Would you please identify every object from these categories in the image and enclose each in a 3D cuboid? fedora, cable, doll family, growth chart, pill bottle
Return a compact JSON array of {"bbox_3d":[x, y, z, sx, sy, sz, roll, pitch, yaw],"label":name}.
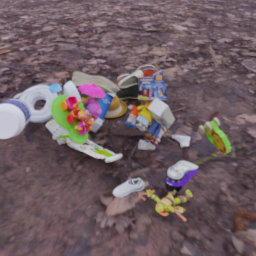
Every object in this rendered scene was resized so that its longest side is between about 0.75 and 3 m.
[{"bbox_3d":[-0.877,-1.160,13.535,1.765,0.720,1.765,0,35,0],"label":"fedora"},{"bbox_3d":[-3.671,-0.969,11.571,1.661,0.575,1.661,-35,70,-14],"label":"cable"},{"bbox_3d":[0.970,-0.299,11.068,0.969,2.149,1.334,-11,48,51],"label":"doll family"},{"bbox_3d":[-1.434,0.725,10.440,2.378,0.211,1.721,23,9,7],"label":"growth chart"},{"bbox_3d":[-3.664,-0.288,8.667,1.045,1.045,1.806,-7,14,-9],"label":"pill bottle"}]

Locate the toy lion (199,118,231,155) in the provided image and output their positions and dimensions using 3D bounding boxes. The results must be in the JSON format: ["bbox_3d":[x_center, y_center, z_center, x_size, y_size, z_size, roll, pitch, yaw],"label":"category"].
[{"bbox_3d":[2.718,0.300,8.626,0.397,1.158,1.110,-28,84,-4],"label":"toy lion"}]

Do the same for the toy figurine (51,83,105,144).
[{"bbox_3d":[-1.407,-0.625,9.094,1.404,1.721,1.870,-13,75,-47],"label":"toy figurine"}]

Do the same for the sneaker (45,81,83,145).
[{"bbox_3d":[-2.505,-0.440,10.915,1.504,2.603,0.959,-20,38,-20],"label":"sneaker"}]

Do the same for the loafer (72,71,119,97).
[{"bbox_3d":[-1.356,-1.623,11.155,2.343,0.800,0.886,19,-4,35],"label":"loafer"}]

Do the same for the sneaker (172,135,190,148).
[{"bbox_3d":[2.120,0.553,11.431,0.823,0.475,0.303,6,-1,44],"label":"sneaker"}]

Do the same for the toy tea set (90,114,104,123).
[{"bbox_3d":[-1.468,-0.466,12.256,0.920,0.341,0.547,5,31,-34],"label":"toy tea set"}]

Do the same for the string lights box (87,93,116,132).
[{"bbox_3d":[-1.159,-0.771,11.786,0.515,0.897,1.746,28,62,-11],"label":"string lights box"}]

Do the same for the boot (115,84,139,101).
[{"bbox_3d":[-0.152,-1.979,14.094,1.656,1.146,0.642,0,52,11],"label":"boot"}]

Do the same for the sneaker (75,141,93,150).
[{"bbox_3d":[-1.723,0.742,11.178,0.834,0.305,0.295,-14,18,-31],"label":"sneaker"}]

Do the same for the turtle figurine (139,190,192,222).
[{"bbox_3d":[1.363,2.358,8.800,1.455,0.581,1.804,-20,24,-40],"label":"turtle figurine"}]

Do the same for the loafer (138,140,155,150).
[{"bbox_3d":[0.729,0.644,10.632,0.381,0.381,1.091,0,-5,29],"label":"loafer"}]

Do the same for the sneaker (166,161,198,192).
[{"bbox_3d":[1.478,1.422,7.988,0.509,0.728,1.463,23,21,35],"label":"sneaker"}]

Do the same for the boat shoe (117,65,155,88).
[{"bbox_3d":[0.332,-1.985,11.023,1.587,0.565,0.496,-19,33,5],"label":"boat shoe"}]

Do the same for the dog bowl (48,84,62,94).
[{"bbox_3d":[-2.712,-1.457,10.341,0.424,0.189,0.761,-25,25,-15],"label":"dog bowl"}]

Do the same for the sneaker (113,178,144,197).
[{"bbox_3d":[-0.024,1.663,7.951,0.932,0.375,0.356,-23,50,4],"label":"sneaker"}]

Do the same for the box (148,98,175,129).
[{"bbox_3d":[1.177,-0.475,9.741,0.570,1.386,0.474,37,88,27],"label":"box"}]

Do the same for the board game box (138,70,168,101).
[{"bbox_3d":[0.970,-1.650,10.803,1.163,1.163,0.359,2,13,-4],"label":"board game box"}]
